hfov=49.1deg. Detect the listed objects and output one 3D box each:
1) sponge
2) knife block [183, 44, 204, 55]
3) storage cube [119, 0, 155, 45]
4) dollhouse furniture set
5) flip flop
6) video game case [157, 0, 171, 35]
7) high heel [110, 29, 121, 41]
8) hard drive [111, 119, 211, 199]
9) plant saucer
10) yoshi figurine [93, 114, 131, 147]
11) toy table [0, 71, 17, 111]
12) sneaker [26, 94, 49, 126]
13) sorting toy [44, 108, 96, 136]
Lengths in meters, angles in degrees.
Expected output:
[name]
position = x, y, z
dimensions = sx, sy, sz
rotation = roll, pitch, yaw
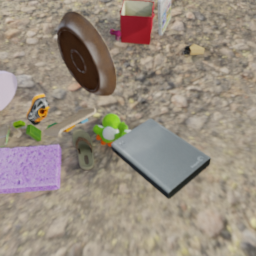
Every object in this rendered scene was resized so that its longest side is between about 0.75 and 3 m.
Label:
[sponge]
position = -3.803, 1.417, 9.619
dimensions = 2.912, 0.434, 1.625
rotation = -4, 53, -3
[knife block]
position = 3.149, -3.726, 13.635
dimensions = 0.887, 0.284, 0.778
rotation = 33, 60, 22
[storage cube]
position = 0.439, -5.296, 14.028
dimensions = 1.741, 1.565, 1.488
rotation = 5, 53, 5
[dollhouse furniture set]
position = -4.224, 0.321, 10.570
dimensions = 1.761, 0.680, 0.880
rotation = -15, 59, 13
[flip flop]
position = -1.622, 0.716, 10.113
dimensions = 0.703, 0.499, 1.735
rotation = -11, 54, -9
[video game case]
position = 1.494, -4.805, 11.435
dimensions = 0.170, 1.407, 1.545
rotation = 10, 50, 18
[high heel]
position = -0.492, -3.818, 11.066
dimensions = 0.300, 0.427, 0.889
rotation = -10, 46, -25
[hard drive]
position = 0.868, 0.753, 7.884
dimensions = 1.633, 0.385, 2.339
rotation = -32, 48, -25
[plant saucer]
position = -1.460, -2.215, 9.039
dimensions = 0.465, 2.900, 2.900
rotation = -36, 61, -24
[yoshi figurine]
position = -0.184, 0.108, 10.249
dimensions = 2.199, 1.236, 1.231
rotation = 18, 39, 16
[toy table]
position = -5.616, -1.558, 10.895
dimensions = 1.448, 2.273, 2.472
rotation = 17, 16, 4
[sneaker]
position = -2.664, -0.431, 8.334
dimensions = 0.506, 1.293, 0.499
rotation = -27, 70, -38
[sorting toy]
position = -1.734, -0.121, 7.934
dimensions = 1.270, 0.253, 1.718
rotation = -36, 19, -29
